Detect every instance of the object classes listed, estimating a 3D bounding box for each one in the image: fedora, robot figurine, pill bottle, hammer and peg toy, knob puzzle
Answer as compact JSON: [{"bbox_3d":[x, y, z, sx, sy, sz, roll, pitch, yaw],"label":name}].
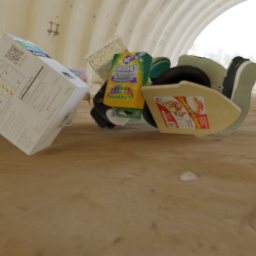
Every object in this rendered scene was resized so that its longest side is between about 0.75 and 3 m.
[{"bbox_3d":[1.584,-1.217,10.006,2.630,2.630,1.201,-2,39,-10],"label":"fedora"},{"bbox_3d":[-0.305,-1.177,10.679,1.650,2.645,1.987,38,20,-11],"label":"robot figurine"},{"bbox_3d":[3.120,-1.622,11.560,2.946,1.714,1.714,31,12,3],"label":"pill bottle"},{"bbox_3d":[-0.998,-1.381,12.156,1.948,0.687,1.433,5,-5,-12],"label":"hammer and peg toy"},{"bbox_3d":[2.036,-0.596,8.704,3.002,0.416,3.002,14,-29,8],"label":"knob puzzle"}]

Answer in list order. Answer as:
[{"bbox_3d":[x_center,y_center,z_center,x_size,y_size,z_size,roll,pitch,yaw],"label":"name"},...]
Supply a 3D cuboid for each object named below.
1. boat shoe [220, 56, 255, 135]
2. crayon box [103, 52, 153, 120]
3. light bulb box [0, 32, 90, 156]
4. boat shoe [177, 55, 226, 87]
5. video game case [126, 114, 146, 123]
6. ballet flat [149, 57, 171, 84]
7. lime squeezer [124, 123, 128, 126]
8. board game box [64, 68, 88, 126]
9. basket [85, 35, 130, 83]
[{"bbox_3d":[3.388,-1.005,8.975,0.977,2.584,0.779,-2,34,-19],"label":"boat shoe"},{"bbox_3d":[-0.041,-1.361,8.980,1.290,2.052,0.529,7,-7,37],"label":"crayon box"},{"bbox_3d":[-2.615,-0.876,7.374,2.212,2.192,1.380,38,10,1],"label":"light bulb box"},{"bbox_3d":[2.798,-2.083,9.950,0.729,0.821,2.198,-15,32,-41],"label":"boat shoe"},{"bbox_3d":[-0.173,-0.728,12.953,2.446,0.308,2.685,-3,17,-7],"label":"video game case"},{"bbox_3d":[1.134,-2.231,11.468,0.929,1.032,2.740,-5,-27,-3],"label":"ballet flat"},{"bbox_3d":[-0.555,-0.275,12.715,1.788,0.337,0.631,11,34,38],"label":"lime squeezer"},{"bbox_3d":[-3.172,-0.951,9.946,2.865,0.621,2.851,-6,-29,-28],"label":"board game box"},{"bbox_3d":[-0.648,-2.629,10.959,1.618,1.097,0.998,-34,52,1],"label":"basket"}]
